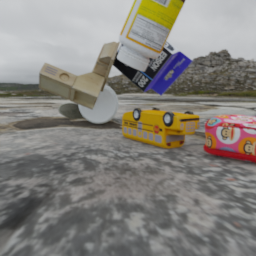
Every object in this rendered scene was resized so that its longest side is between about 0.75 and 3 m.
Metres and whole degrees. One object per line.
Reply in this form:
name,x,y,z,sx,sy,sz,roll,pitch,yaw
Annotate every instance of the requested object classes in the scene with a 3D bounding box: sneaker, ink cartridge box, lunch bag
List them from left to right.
sneaker,-3.141,-0.936,16.364,2.415,0.903,1.283,3,-1,-40
ink cartridge box,0.875,-2.825,12.152,0.622,2.866,2.839,-52,1,-33
lunch bag,3.506,0.218,7.627,2.274,1.058,2.582,7,11,38

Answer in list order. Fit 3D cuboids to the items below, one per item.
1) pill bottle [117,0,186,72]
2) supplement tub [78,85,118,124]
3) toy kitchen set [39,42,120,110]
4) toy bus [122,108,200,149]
pill bottle,0.540,-2.734,7.519,1.236,2.262,1.236,23,19,-8
supplement tub,-1.496,-1.268,14.340,1.975,1.975,2.716,-1,9,-4
toy kitchen set,-1.861,-2.743,11.291,2.460,2.727,2.225,22,-30,-7
toy bus,0.941,-0.053,9.132,0.945,1.137,2.904,-4,9,-34
